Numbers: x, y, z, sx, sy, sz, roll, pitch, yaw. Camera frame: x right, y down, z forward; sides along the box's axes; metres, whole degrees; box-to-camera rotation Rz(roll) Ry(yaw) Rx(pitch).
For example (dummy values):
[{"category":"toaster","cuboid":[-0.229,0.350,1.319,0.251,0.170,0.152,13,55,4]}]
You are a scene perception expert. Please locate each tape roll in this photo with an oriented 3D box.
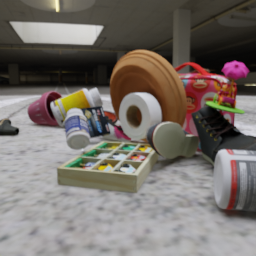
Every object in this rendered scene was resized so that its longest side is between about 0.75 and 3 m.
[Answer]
[{"category":"tape roll","cuboid":[0.315,-0.325,7.900,0.459,1.314,1.314,-10,13,-41]}]

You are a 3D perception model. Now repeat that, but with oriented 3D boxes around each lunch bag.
[{"category":"lunch bag","cuboid":[1.806,-0.720,8.811,2.930,2.581,1.200,11,18,41]}]

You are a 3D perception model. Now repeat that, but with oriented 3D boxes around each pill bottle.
[{"category":"pill bottle","cuboid":[2.233,0.845,4.377,1.622,0.940,0.940,3,9,8]},{"category":"pill bottle","cuboid":[-2.308,-1.003,12.817,2.208,1.206,1.206,-24,12,-6]},{"category":"pill bottle","cuboid":[-1.253,0.001,6.806,0.556,0.556,1.001,-3,44,-16]}]

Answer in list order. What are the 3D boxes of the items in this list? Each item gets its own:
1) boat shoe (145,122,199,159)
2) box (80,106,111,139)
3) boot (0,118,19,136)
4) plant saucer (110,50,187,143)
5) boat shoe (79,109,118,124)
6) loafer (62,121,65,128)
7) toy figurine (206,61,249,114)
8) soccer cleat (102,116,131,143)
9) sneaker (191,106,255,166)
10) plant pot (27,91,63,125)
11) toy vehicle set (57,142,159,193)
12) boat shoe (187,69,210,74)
[{"category":"boat shoe","cuboid":[1.049,0.279,7.138,0.761,0.866,2.433,23,5,34]},{"category":"box","cuboid":[-1.117,-0.185,9.384,0.813,1.023,0.235,-10,-14,-32]},{"category":"boot","cuboid":[-4.679,0.020,11.164,0.950,0.532,1.373,4,22,-1]},{"category":"plant saucer","cuboid":[0.412,-0.836,8.635,2.984,2.984,0.558,9,27,44]},{"category":"boat shoe","cuboid":[-1.362,-0.447,11.205,1.943,0.692,0.608,4,-15,3]},{"category":"loafer","cuboid":[-1.801,-0.268,11.937,1.950,0.681,0.682,-2,13,-12]},{"category":"toy figurine","cuboid":[2.441,-1.005,6.647,0.907,1.112,1.209,15,15,11]},{"category":"soccer cleat","cuboid":[-0.538,0.190,9.906,0.575,0.711,1.646,4,27,-49]},{"category":"sneaker","cuboid":[2.109,0.121,6.494,0.942,1.338,2.519,-23,2,-6]},{"category":"plant pot","cuboid":[-3.957,-0.829,13.468,1.418,1.584,1.584,-13,3,25]},{"category":"toy vehicle set","cuboid":[-0.282,0.790,6.556,1.644,0.351,2.646,2,9,15]},{"category":"boat shoe","cuboid":[2.233,-1.739,9.096,0.927,0.326,0.326,-3,20,43]}]
